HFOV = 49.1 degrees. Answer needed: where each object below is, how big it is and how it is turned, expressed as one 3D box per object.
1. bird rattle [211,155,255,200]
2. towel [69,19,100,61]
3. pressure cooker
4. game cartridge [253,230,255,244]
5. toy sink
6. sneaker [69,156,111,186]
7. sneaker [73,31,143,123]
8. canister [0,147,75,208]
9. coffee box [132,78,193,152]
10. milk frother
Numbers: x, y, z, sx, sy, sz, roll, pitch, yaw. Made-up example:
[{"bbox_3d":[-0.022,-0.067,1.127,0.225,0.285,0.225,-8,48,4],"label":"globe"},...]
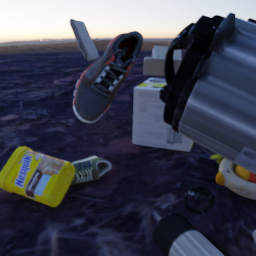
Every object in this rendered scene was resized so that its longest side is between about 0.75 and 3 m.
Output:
[{"bbox_3d":[3.544,1.226,7.693,2.658,1.497,2.167,26,42,25],"label":"bird rattle"},{"bbox_3d":[-1.092,-2.191,7.042,0.184,1.068,0.708,-20,8,19],"label":"towel"},{"bbox_3d":[2.064,-0.771,5.587,2.988,2.628,2.669,29,27,18],"label":"pressure cooker"},{"bbox_3d":[3.104,2.520,4.909,1.230,0.373,1.845,5,21,3],"label":"game cartridge"},{"bbox_3d":[0.811,-1.645,6.862,0.875,0.571,0.490,1,57,0],"label":"toy sink"},{"bbox_3d":[-1.152,1.237,7.939,0.741,0.554,1.651,10,20,35],"label":"sneaker"},{"bbox_3d":[-0.536,-1.486,7.547,1.126,2.921,1.196,30,-8,-16],"label":"sneaker"},{"bbox_3d":[-2.333,1.242,7.215,1.640,0.710,1.218,12,61,23],"label":"canister"},{"bbox_3d":[1.522,-0.606,10.562,2.147,2.150,2.126,8,22,20],"label":"coffee box"},{"bbox_3d":[1.302,1.923,5.014,1.249,1.384,1.301,-6,22,-27],"label":"milk frother"}]
